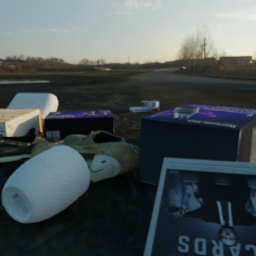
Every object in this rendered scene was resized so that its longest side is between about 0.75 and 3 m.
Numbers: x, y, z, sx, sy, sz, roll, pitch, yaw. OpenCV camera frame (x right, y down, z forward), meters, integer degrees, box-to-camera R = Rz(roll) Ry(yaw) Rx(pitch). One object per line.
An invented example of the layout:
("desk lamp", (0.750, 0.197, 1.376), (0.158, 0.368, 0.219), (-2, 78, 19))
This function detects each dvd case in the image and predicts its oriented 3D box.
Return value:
("dvd case", (1.201, 1.254, 3.504), (1.855, 0.305, 2.468), (2, 31, 14))

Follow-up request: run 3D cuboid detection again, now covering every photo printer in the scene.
("photo printer", (-4.185, -0.815, 12.314), (2.019, 0.701, 1.680), (3, 46, 10))

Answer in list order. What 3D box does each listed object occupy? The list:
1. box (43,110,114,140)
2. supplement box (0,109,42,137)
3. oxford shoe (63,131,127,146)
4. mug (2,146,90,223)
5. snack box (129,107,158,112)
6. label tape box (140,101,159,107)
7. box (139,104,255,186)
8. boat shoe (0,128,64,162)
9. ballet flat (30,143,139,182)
("box", (-1.717, -0.082, 10.023), (2.309, 0.911, 1.630), (-2, 10, -8))
("supplement box", (-4.184, -0.004, 9.417), (1.638, 0.956, 2.599), (0, 13, 4))
("oxford shoe", (-0.885, 0.373, 7.426), (2.312, 0.865, 0.814), (7, 41, 32))
("mug", (-1.561, 1.055, 4.837), (1.420, 1.049, 1.245), (-26, 4, 30))
("snack box", (0.913, -1.079, 16.152), (1.600, 0.195, 0.575), (-4, 13, -19))
("label tape box", (1.280, -1.406, 16.496), (0.935, 0.309, 0.670), (3, 11, 22))
("box", (1.844, 0.373, 6.514), (2.089, 1.473, 2.824), (9, 14, 32))
("boat shoe", (-2.788, 0.383, 7.978), (2.304, 0.764, 0.861), (-7, 16, -40))
("ballet flat", (-0.973, 0.844, 6.322), (2.652, 0.935, 0.866), (-2, 36, 8))
